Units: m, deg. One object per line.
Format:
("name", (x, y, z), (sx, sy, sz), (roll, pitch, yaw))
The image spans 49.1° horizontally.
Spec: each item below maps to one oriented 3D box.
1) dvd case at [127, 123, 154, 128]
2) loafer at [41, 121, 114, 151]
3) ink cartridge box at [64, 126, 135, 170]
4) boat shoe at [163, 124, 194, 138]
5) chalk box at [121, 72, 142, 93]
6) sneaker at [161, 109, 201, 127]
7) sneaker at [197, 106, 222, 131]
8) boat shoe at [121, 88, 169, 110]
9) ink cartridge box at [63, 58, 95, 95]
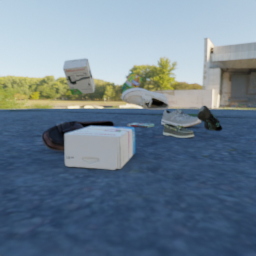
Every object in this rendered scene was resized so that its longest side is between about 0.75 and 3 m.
("dvd case", (0.770, -0.165, 17.546), (1.428, 0.157, 1.042), (2, 6, 28))
("loafer", (-1.625, 0.098, 9.725), (0.898, 1.025, 2.852), (-41, -21, 33))
("ink cartridge box", (-0.710, 0.485, 7.930), (1.504, 0.881, 2.082), (2, 7, 11))
("boat shoe", (2.300, 0.120, 13.017), (0.641, 0.537, 1.795), (-4, 7, -35))
("chalk box", (0.113, -1.924, 12.821), (0.620, 0.996, 0.617), (32, -21, -2))
("sneaker", (3.194, -0.649, 17.430), (2.754, 1.129, 1.029), (5, 8, 42))
("sneaker", (3.514, -0.378, 11.899), (0.700, 0.666, 1.766), (27, -8, 41))
("boat shoe", (0.778, -1.148, 12.073), (2.131, 0.767, 0.700), (9, 33, -25))
("ink cartridge box", (-1.725, -1.798, 9.901), (0.867, 1.183, 0.491), (-6, 47, 4))
